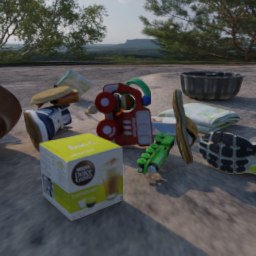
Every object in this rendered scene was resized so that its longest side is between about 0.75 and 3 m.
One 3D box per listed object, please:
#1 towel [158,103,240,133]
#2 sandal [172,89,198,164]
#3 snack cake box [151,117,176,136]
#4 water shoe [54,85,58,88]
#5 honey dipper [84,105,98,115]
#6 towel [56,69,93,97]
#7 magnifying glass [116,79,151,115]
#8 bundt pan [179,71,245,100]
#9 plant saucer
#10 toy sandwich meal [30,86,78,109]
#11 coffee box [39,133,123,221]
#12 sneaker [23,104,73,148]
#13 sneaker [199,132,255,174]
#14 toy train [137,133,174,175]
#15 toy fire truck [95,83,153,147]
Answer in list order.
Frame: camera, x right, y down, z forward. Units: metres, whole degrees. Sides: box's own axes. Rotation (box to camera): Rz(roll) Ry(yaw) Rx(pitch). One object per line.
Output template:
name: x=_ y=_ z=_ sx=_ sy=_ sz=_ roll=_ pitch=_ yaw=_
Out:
towel: x=2.061 y=-0.341 z=8.172 sx=1.569 sy=0.441 sz=1.832 roll=-13 pitch=21 yaw=-41
sandal: x=1.046 y=-0.035 z=4.994 sx=0.367 sy=1.359 sz=0.546 roll=-7 pitch=-3 yaw=0
snack cake box: x=0.803 y=-0.053 z=7.350 sx=1.011 sy=0.340 sz=0.581 roll=2 pitch=18 yaw=8
water shoe: x=-2.842 y=-1.706 z=12.669 sx=1.393 sy=0.550 sz=0.498 roll=7 pitch=18 yaw=23
honey dipper: x=-1.200 y=-0.526 z=8.678 sx=0.262 sy=0.262 sz=1.379 roll=-6 pitch=2 yaw=-19
towel: x=-2.208 y=-1.805 z=11.531 sx=1.133 sy=0.319 sz=1.323 roll=28 pitch=-31 yaw=-28
magnifying glass: x=-0.052 y=-0.684 z=7.774 sx=0.227 sy=0.808 sz=2.031 roll=-37 pitch=1 yaw=-34
bundt pan: x=3.620 y=-1.875 z=12.378 sx=2.794 sy=1.049 sz=2.794 roll=0 pitch=15 yaw=0
plant saucer: x=-3.427 y=-0.172 z=5.326 sx=2.627 sy=0.452 sz=2.627 roll=-8 pitch=-25 yaw=-4
toy sandwich meal: x=-1.923 y=-0.754 z=7.353 sx=1.242 sy=0.425 sz=1.242 roll=-13 pitch=20 yaw=5
coffee box: x=-0.674 y=0.635 z=4.038 sx=0.865 sy=0.856 sz=0.866 roll=-13 pitch=20 yaw=-37
sneaker: x=-1.844 y=-0.127 z=6.865 sx=1.179 sy=0.761 sz=2.172 roll=-9 pitch=16 yaw=-24
sneaker: x=2.194 y=0.536 z=5.097 sx=1.805 sy=0.699 sz=0.719 roll=15 pitch=4 yaw=26
toy train: x=0.536 y=0.464 z=5.116 sx=0.370 sy=0.274 sz=1.312 roll=16 pitch=29 yaw=19
toy fire truck: x=-0.065 y=-0.279 z=6.273 sx=1.213 sy=1.444 sz=0.810 roll=-4 pitch=-4 yaw=4
